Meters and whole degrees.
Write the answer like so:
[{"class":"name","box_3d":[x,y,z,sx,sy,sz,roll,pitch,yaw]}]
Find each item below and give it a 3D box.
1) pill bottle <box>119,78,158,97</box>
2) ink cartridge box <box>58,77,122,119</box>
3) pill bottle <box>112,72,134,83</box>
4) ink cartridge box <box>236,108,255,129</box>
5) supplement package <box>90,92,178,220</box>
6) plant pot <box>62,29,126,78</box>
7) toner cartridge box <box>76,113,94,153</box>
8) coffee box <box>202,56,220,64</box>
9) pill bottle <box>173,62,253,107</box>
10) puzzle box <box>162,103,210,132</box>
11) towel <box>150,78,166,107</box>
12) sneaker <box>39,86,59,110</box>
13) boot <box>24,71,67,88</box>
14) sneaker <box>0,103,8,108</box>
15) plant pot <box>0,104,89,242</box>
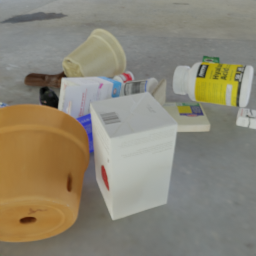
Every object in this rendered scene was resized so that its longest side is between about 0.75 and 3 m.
[{"class":"pill bottle","box_3d":[0.362,-1.486,11.421,1.650,0.939,0.939,0,30,35]},{"class":"ink cartridge box","box_3d":[-1.499,-0.897,9.672,0.913,1.549,2.691,25,23,31]},{"class":"pill bottle","box_3d":[-0.301,-2.182,12.995,0.606,0.606,1.079,28,44,34]},{"class":"ink cartridge box","box_3d":[4.631,-0.343,10.529,0.979,0.406,0.718,13,38,16]},{"class":"supplement package","box_3d":[0.058,0.713,7.050,1.579,2.636,1.598,-13,37,-18]},{"class":"plant pot","box_3d":[-1.691,-2.977,12.955,2.407,2.407,2.203,28,55,34]},{"class":"toner cartridge box","box_3d":[-1.862,0.452,8.585,2.391,1.136,0.516,-24,33,-37]},{"class":"coffee box","box_3d":[4.432,-3.430,15.028,0.918,0.328,1.493,8,36,10]},{"class":"pill bottle","box_3d":[3.313,-1.769,11.131,2.846,1.584,1.584,10,36,26]},{"class":"puzzle box","box_3d":[1.711,-0.430,10.733,2.497,0.317,1.661,0,34,0]},{"class":"towel","box_3d":[1.132,-1.118,10.531,0.263,1.012,1.527,15,40,20]},{"class":"sneaker","box_3d":[-3.024,-0.957,10.973,0.784,0.907,2.071,-23,41,-29]},{"class":"boot","box_3d":[-3.797,-2.525,13.544,2.060,0.662,1.920,3,33,12]},{"class":"sneaker","box_3d":[-4.368,-0.469,10.312,2.225,0.857,0.842,-14,34,-22]},{"class":"plant pot","box_3d":[-2.275,1.215,6.410,2.932,2.932,2.052,-7,49,-9]}]
